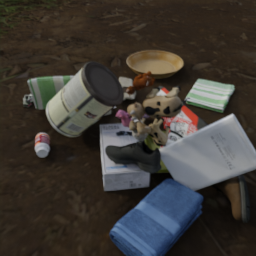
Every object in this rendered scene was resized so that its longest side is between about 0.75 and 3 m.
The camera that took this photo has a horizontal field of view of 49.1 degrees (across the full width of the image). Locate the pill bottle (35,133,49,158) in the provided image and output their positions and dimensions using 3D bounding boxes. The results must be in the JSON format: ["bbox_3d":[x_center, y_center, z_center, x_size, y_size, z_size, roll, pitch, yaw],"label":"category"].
[{"bbox_3d":[-2.948,0.603,9.624,0.480,0.480,0.849,-8,37,-11],"label":"pill bottle"}]

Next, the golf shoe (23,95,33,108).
[{"bbox_3d":[-4.300,-1.286,12.232,0.369,0.421,0.956,2,35,4],"label":"golf shoe"}]

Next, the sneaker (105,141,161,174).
[{"bbox_3d":[0.157,0.683,8.003,1.720,0.781,0.653,12,28,15],"label":"sneaker"}]

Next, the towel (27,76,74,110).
[{"bbox_3d":[-2.556,-1.353,11.100,2.463,1.879,0.288,-2,58,-7],"label":"towel"}]

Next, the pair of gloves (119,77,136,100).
[{"bbox_3d":[-0.735,-1.775,12.693,2.168,0.380,1.844,4,37,-12],"label":"pair of gloves"}]

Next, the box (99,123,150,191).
[{"bbox_3d":[-0.188,0.833,9.108,1.422,0.733,2.438,-4,37,-5],"label":"box"}]

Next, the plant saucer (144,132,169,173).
[{"bbox_3d":[1.511,0.851,9.325,1.883,0.451,1.886,-2,36,-2],"label":"plant saucer"}]

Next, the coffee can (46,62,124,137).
[{"bbox_3d":[-1.531,-0.931,9.729,1.683,2.300,1.683,32,40,-31],"label":"coffee can"}]

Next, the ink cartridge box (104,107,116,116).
[{"bbox_3d":[-1.072,-0.803,11.543,1.006,0.338,0.589,-16,55,-20],"label":"ink cartridge box"}]

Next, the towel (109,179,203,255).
[{"bbox_3d":[0.784,2.354,7.202,1.362,0.592,2.439,29,46,33],"label":"towel"}]

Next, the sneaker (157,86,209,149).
[{"bbox_3d":[1.426,-0.116,9.334,0.991,1.591,2.969,28,17,-47],"label":"sneaker"}]

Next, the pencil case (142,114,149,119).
[{"bbox_3d":[0.959,-0.766,11.162,1.187,0.498,0.507,-21,36,-12],"label":"pencil case"}]

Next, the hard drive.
[{"bbox_3d":[2.137,0.795,7.583,2.298,1.516,0.302,-29,7,31],"label":"hard drive"}]

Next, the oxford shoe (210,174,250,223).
[{"bbox_3d":[2.794,1.607,8.102,1.119,0.963,2.651,-13,34,11],"label":"oxford shoe"}]

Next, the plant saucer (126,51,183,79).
[{"bbox_3d":[1.400,-3.290,14.812,2.961,0.524,2.961,0,37,0],"label":"plant saucer"}]

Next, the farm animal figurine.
[{"bbox_3d":[0.475,-0.289,7.768,1.762,2.182,1.097,29,47,9],"label":"farm animal figurine"}]

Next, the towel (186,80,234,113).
[{"bbox_3d":[3.698,-1.530,12.672,1.789,0.274,2.345,17,40,22],"label":"towel"}]
